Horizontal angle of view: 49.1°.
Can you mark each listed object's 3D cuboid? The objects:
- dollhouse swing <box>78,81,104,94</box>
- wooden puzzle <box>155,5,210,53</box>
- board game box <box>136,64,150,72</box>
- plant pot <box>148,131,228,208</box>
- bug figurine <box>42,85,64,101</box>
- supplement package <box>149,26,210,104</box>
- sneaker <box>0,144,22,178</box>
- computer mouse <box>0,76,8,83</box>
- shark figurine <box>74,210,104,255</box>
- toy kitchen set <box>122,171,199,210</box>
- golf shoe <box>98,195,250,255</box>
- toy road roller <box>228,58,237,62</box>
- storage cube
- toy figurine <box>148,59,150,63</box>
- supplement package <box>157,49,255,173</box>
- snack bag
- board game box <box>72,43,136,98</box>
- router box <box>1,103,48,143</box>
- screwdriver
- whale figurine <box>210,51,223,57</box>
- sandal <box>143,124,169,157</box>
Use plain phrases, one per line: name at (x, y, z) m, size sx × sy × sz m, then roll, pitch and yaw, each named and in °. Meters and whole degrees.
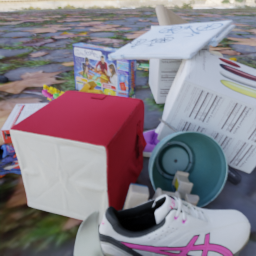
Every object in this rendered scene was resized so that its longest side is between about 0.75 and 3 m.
dollhouse swing at (-0.436, -0.366, 6.871) m, size 1.581 × 1.437 × 1.390 m, roll 49°, pitch 39°, yaw -2°
wooden puzzle at (2.529, -4.574, 13.316) m, size 2.623 × 0.488 × 2.427 m, roll 16°, pitch 47°, yaw -26°
board game box at (0.473, -3.013, 13.804) m, size 1.392 × 0.163 × 0.729 m, roll 11°, pitch 27°, yaw 19°
plant pot at (1.046, 0.738, 5.527) m, size 1.464 × 1.464 × 0.981 m, roll -4°, pitch 6°, yaw -8°
bug figurine at (-2.152, -0.897, 8.975) m, size 1.485 × 0.382 × 1.151 m, roll 22°, pitch -10°, yaw 38°
supplement package at (1.758, -2.383, 10.274) m, size 1.705 × 2.318 × 2.217 m, roll -2°, pitch 28°, yaw -3°
sneaker at (-2.516, 0.665, 6.166) m, size 1.699 × 0.666 × 0.640 m, roll -16°, pitch 46°, yaw -24°
computer mouse at (-5.684, -2.231, 12.204) m, size 1.521 × 0.259 × 0.446 m, roll 22°, pitch 36°, yaw 36°
shark figurine at (0.298, 2.059, 3.361) m, size 2.885 × 1.204 × 1.724 m, roll 1°, pitch 61°, yaw 18°
toy kitchen set at (0.545, 1.280, 5.241) m, size 1.247 × 0.734 × 0.999 m, roll 12°, pitch 24°, yaw -8°
golf shoe at (0.770, 1.522, 4.175) m, size 2.426 × 1.117 × 0.881 m, roll -5°, pitch 28°, yaw -12°
toy road roller at (4.158, -2.513, 11.995) m, size 1.286 × 0.939 × 0.790 m, roll 11°, pitch 30°, yaw 20°
storage cube at (-0.802, 0.472, 5.445) m, size 2.065 × 1.765 × 1.856 m, roll 10°, pitch 30°, yaw 18°
toy figurine at (2.500, -3.570, 13.255) m, size 2.700 × 1.424 × 1.618 m, roll -8°, pitch 24°, yaw -22°
supplement package at (2.116, -0.524, 6.607) m, size 2.233 × 1.642 × 2.135 m, roll 20°, pitch 37°, yaw 1°
snack bag at (1.174, -2.285, 7.444) m, size 2.513 × 0.285 × 2.665 m, roll 10°, pitch 38°, yaw 36°
board game box at (-0.908, -2.030, 10.203) m, size 2.603 × 1.762 × 0.448 m, roll 19°, pitch 32°, yaw 31°
router box at (-2.634, -0.200, 8.155) m, size 1.551 × 0.422 × 1.728 m, roll -3°, pitch 28°, yaw -5°
screwdriver at (1.476, 0.512, 5.915) m, size 2.144 × 0.312 × 0.299 m, roll 34°, pitch 15°, yaw 1°
whale figurine at (4.128, -3.074, 13.532) m, size 1.120 × 0.731 × 1.408 m, roll 1°, pitch 52°, yaw -3°
sandal at (1.239, 0.077, 7.394) m, size 2.620 × 0.644 × 1.066 m, roll -14°, pitch 31°, yaw -24°
